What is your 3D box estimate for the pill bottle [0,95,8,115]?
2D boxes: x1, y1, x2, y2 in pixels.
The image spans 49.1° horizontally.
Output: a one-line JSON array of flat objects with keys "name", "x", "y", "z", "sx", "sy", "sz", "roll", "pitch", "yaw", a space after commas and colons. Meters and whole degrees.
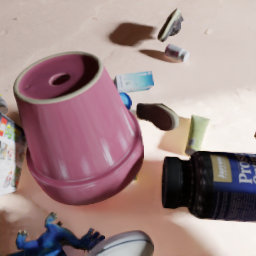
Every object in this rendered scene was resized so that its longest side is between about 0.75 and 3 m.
[{"name": "pill bottle", "x": -4.141, "y": -0.777, "z": 8.825, "sx": 0.495, "sy": 0.495, "sz": 0.906, "roll": -30, "pitch": 55, "yaw": -23}]

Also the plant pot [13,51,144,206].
[{"name": "plant pot", "x": -1.201, "y": -0.156, "z": 6.552, "sx": 2.951, "sy": 2.641, "sz": 2.951, "roll": -7, "pitch": 42, "yaw": 6}]

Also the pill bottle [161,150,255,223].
[{"name": "pill bottle", "x": 2.185, "y": 1.301, "z": 6.311, "sx": 2.772, "sy": 1.550, "sz": 1.550, "roll": 3, "pitch": 49, "yaw": 2}]

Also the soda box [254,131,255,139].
[{"name": "soda box", "x": 2.868, "y": 0.377, "z": 5.540, "sx": 0.910, "sy": 0.308, "sz": 0.291, "roll": 52, "pitch": 52, "yaw": -13}]

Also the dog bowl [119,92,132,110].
[{"name": "dog bowl", "x": -0.500, "y": -0.823, "z": 8.668, "sx": 1.214, "sy": 0.301, "sz": 0.677, "roll": 11, "pitch": 86, "yaw": -19}]

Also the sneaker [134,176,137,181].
[{"name": "sneaker", "x": -0.317, "y": 0.641, "z": 7.487, "sx": 0.751, "sy": 0.675, "sz": 1.826, "roll": -14, "pitch": 49, "yaw": -9}]

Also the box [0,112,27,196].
[{"name": "box", "x": -2.682, "y": 0.627, "z": 5.846, "sx": 0.481, "sy": 2.771, "sz": 1.525, "roll": 10, "pitch": 79, "yaw": -9}]

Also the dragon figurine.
[{"name": "dragon figurine", "x": -1.663, "y": 2.527, "z": 5.598, "sx": 2.382, "sy": 0.701, "sz": 1.184, "roll": -27, "pitch": 40, "yaw": -21}]

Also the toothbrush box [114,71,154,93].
[{"name": "toothbrush box", "x": 0.158, "y": -1.461, "z": 9.114, "sx": 1.176, "sy": 0.861, "sz": 0.502, "roll": -8, "pitch": 89, "yaw": -9}]

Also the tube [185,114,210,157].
[{"name": "tube", "x": 1.983, "y": 0.178, "z": 8.093, "sx": 0.437, "sy": 0.391, "sz": 1.508, "roll": 42, "pitch": 48, "yaw": -20}]

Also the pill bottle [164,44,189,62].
[{"name": "pill bottle", "x": 1.852, "y": -2.835, "z": 10.635, "sx": 0.848, "sy": 0.480, "sz": 0.480, "roll": 30, "pitch": 55, "yaw": 23}]

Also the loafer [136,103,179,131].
[{"name": "loafer", "x": 0.894, "y": -0.409, "z": 7.974, "sx": 0.626, "sy": 0.694, "sz": 1.833, "roll": -12, "pitch": 23, "yaw": -27}]

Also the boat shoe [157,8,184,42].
[{"name": "boat shoe", "x": 1.779, "y": -4.030, "z": 11.193, "sx": 0.661, "sy": 0.733, "sz": 2.038, "roll": 39, "pitch": 52, "yaw": -16}]

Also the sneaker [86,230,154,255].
[{"name": "sneaker", "x": -0.617, "y": 2.907, "z": 4.920, "sx": 2.772, "sy": 1.012, "sz": 0.981, "roll": -30, "pitch": 25, "yaw": -14}]
